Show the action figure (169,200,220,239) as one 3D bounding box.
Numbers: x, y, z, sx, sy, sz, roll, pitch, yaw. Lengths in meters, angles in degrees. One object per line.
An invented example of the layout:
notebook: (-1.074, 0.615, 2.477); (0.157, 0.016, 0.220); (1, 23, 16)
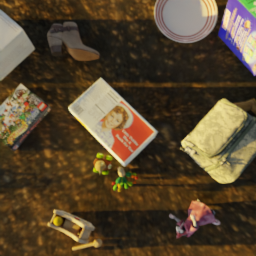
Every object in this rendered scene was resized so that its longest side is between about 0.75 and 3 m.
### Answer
action figure: (2.077, 3.103, 9.145); (1.468, 0.984, 1.093); (-41, 107, -22)

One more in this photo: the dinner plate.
dinner plate: (2.244, -4.481, 11.019); (2.452, 0.297, 2.452); (0, 83, 1)

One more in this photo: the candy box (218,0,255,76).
candy box: (4.319, -3.351, 9.753); (0.898, 1.970, 2.330); (-26, 65, -8)

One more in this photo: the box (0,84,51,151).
box: (-3.989, -0.391, 10.127); (1.387, 0.383, 2.031); (36, 80, 8)

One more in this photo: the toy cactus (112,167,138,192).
toy cactus: (-0.159, 1.687, 9.523); (0.990, 0.506, 0.817); (-25, 110, -17)

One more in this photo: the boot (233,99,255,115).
boot: (4.316, -0.626, 10.248); (0.886, 0.293, 0.776); (-17, 67, -4)

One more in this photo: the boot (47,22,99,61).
boot: (-2.080, -3.367, 10.697); (1.996, 0.701, 1.459); (4, 66, -11)

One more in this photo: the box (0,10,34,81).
box: (-4.975, -3.159, 10.273); (1.990, 1.308, 2.001); (42, 81, 8)

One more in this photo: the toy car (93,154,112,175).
toy car: (-0.865, 1.292, 9.443); (0.617, 0.782, 0.643); (14, 96, -6)

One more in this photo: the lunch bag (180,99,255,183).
lunch bag: (3.141, 0.431, 9.312); (1.973, 1.639, 2.352); (41, 82, 10)

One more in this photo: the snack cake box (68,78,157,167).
snack cake box: (-0.530, -0.185, 9.798); (1.589, 0.928, 2.762); (-44, 81, -10)

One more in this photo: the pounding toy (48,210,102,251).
pounding toy: (-1.724, 3.435, 8.923); (1.815, 1.038, 1.041); (22, 77, 5)
